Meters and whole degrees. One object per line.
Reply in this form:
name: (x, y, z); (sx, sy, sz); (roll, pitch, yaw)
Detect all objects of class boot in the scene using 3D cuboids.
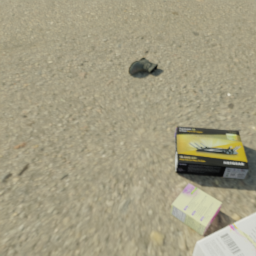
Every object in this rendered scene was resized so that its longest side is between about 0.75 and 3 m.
boot: (0.840, -3.240, 15.136); (1.056, 0.547, 1.617); (32, 52, 23)

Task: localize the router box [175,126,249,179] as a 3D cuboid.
router box: (3.004, 0.871, 10.476); (2.462, 0.643, 1.936); (4, 42, 4)

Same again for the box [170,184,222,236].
box: (2.102, 2.517, 8.736); (1.184, 0.572, 1.041); (29, 50, 27)

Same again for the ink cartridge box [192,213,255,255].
ink cartridge box: (3.231, 3.466, 7.342); (2.444, 1.034, 1.766); (-18, 45, -17)
